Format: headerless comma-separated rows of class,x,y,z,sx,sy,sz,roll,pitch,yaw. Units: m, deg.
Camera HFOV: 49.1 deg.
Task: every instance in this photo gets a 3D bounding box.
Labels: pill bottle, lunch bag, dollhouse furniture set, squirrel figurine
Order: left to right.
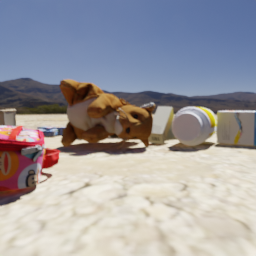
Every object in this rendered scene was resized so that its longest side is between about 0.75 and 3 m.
dollhouse furniture set,-5.005,-0.184,10.218,2.170,0.961,1.125,1,7,18
lunch bag,-1.873,0.386,4.053,1.729,0.804,1.963,4,3,-19
squirrel figurine,-0.326,-0.328,7.794,2.358,1.788,2.526,9,10,22
pill bottle,1.898,-0.065,8.017,1.056,1.056,1.932,2,4,25

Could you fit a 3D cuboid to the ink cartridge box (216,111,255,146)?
ink cartridge box,3.318,-0.018,8.109,1.302,0.942,0.959,2,5,32

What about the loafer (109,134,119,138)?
loafer,-0.176,0.115,9.800,1.352,0.514,0.456,2,-5,28

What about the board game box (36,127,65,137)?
board game box,-2.871,0.129,10.443,1.065,0.329,1.066,0,2,2

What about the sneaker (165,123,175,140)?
sneaker,1.197,0.060,9.502,1.921,0.734,0.773,8,-6,-38

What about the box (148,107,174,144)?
box,0.982,-0.102,8.393,0.502,0.418,1.222,6,45,25
